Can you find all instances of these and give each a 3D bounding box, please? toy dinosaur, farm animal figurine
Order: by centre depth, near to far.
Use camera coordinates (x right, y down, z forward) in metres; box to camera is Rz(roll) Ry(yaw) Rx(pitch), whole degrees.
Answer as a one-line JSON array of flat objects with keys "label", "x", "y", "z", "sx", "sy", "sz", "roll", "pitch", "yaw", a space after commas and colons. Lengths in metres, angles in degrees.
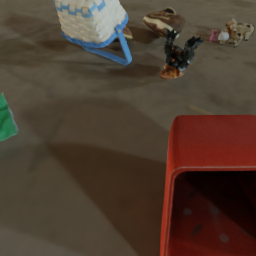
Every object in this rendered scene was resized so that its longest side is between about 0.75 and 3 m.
[{"label": "toy dinosaur", "x": 1.517, "y": -1.999, "z": 8.312, "sx": 1.094, "sy": 1.453, "sz": 2.141, "roll": 11, "pitch": 38, "yaw": 2}, {"label": "farm animal figurine", "x": 4.167, "y": -3.889, "z": 11.192, "sx": 1.560, "sy": 0.785, "sz": 1.260, "roll": -31, "pitch": 50, "yaw": -31}]

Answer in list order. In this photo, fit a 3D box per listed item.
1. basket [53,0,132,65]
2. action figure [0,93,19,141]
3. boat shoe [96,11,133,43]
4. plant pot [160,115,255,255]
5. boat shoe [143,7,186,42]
[{"label": "basket", "x": -1.035, "y": -3.311, "z": 9.233, "sx": 2.280, "sy": 2.585, "sz": 1.798, "roll": 26, "pitch": 64, "yaw": 26}, {"label": "action figure", "x": -4.005, "y": 0.226, "z": 6.468, "sx": 2.708, "sy": 0.740, "sz": 1.599, "roll": -23, "pitch": 47, "yaw": -15}, {"label": "boat shoe", "x": -0.546, "y": -3.617, "z": 10.107, "sx": 1.001, "sy": 0.940, "sz": 2.782, "roll": -1, "pitch": 12, "yaw": 21}, {"label": "plant pot", "x": 1.608, "y": 0.912, "z": 4.705, "sx": 2.276, "sy": 2.274, "sz": 2.006, "roll": -1, "pitch": 31, "yaw": -1}, {"label": "boat shoe", "x": 1.468, "y": -4.164, "z": 10.957, "sx": 1.021, "sy": 1.023, "sz": 2.765, "roll": 29, "pitch": 17, "yaw": -32}]
